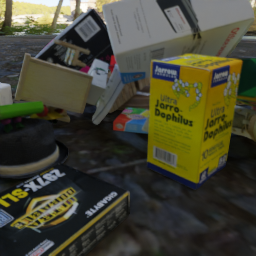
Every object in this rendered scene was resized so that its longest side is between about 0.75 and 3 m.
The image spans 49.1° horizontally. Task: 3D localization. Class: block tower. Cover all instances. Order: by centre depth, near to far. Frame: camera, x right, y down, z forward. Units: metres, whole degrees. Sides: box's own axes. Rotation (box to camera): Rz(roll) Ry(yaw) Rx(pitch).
[{"bbox_3d":[0.054,-1.633,9.217,2.990,0.864,0.808,-39,42,-27],"label":"block tower"}]

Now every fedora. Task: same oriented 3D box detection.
[{"bbox_3d":[-2.146,0.297,5.784,1.845,0.843,1.845,4,23,-2],"label":"fedora"}]

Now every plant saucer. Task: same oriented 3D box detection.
[{"bbox_3d":[0.349,-1.218,10.242,2.773,0.409,2.773,1,23,0],"label":"plant saucer"}]

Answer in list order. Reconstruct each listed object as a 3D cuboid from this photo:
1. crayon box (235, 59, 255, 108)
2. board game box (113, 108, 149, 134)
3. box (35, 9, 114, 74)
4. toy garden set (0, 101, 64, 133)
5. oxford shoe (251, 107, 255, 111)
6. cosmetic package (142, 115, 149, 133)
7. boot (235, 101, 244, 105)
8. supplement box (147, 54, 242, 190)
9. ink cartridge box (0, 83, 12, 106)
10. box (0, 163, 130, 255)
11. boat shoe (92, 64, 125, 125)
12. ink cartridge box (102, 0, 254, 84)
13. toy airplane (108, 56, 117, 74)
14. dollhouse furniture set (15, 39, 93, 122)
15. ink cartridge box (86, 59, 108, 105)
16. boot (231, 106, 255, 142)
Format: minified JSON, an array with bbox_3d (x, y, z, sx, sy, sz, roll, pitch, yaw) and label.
[{"bbox_3d":[3.676,-0.689,5.894,2.902,0.846,2.504,11,7,-26],"label":"crayon box"},{"bbox_3d":[0.234,-0.234,7.995,0.972,0.256,1.270,6,23,14],"label":"board game box"},{"bbox_3d":[-1.744,-2.511,9.793,2.814,1.859,1.614,-39,21,6],"label":"box"},{"bbox_3d":[-2.979,-0.010,6.448,2.696,0.538,2.247,-14,3,24],"label":"toy garden set"},{"bbox_3d":[3.948,-0.726,8.012,0.417,1.130,0.400,6,66,0],"label":"oxford shoe"},{"bbox_3d":[0.961,-0.254,7.319,0.815,0.586,1.445,27,28,3],"label":"cosmetic package"},{"bbox_3d":[3.606,-1.136,9.946,1.298,0.468,1.004,0,23,-4],"label":"boot"},{"bbox_3d":[1.199,-0.190,5.318,1.197,2.186,1.190,20,31,39],"label":"supplement box"},{"bbox_3d":[-4.727,-0.719,8.248,1.559,0.908,2.141,8,21,10],"label":"ink cartridge box"},{"bbox_3d":[-1.179,1.283,3.986,1.590,0.491,1.991,13,26,34],"label":"box"},{"bbox_3d":[-0.678,-0.998,7.866,0.758,1.779,0.657,31,6,-10],"label":"boat shoe"},{"bbox_3d":[1.041,-2.187,6.557,2.886,1.215,2.087,-14,-8,1],"label":"ink cartridge box"},{"bbox_3d":[-0.198,-1.787,8.434,1.110,0.204,1.110,11,56,-16],"label":"toy airplane"},{"bbox_3d":[-2.010,-1.272,7.307,1.531,2.019,2.304,13,12,-24],"label":"dollhouse furniture set"},{"bbox_3d":[-0.841,-1.180,7.206,0.401,0.694,0.951,18,49,-20],"label":"ink cartridge box"},{"bbox_3d":[2.803,-0.065,6.299,2.273,0.819,1.758,10,12,-40],"label":"boot"}]
